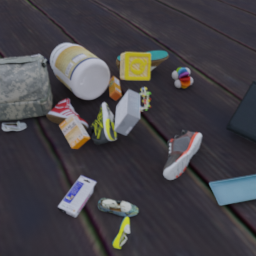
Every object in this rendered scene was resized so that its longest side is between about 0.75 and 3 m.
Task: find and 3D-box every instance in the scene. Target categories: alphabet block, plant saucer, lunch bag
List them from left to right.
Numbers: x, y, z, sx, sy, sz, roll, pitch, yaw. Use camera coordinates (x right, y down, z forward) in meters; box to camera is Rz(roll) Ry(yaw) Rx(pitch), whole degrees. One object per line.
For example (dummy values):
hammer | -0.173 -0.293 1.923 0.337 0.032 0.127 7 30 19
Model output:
lunch bag | -4.006 -1.554 10.105 2.445 2.050 1.703 -5 44 -5
alphabet block | 0.247 -2.254 10.334 0.979 0.984 1.003 -2 12 -10
plant saucer | 3.459 1.748 8.041 2.152 0.204 0.752 -9 45 -7

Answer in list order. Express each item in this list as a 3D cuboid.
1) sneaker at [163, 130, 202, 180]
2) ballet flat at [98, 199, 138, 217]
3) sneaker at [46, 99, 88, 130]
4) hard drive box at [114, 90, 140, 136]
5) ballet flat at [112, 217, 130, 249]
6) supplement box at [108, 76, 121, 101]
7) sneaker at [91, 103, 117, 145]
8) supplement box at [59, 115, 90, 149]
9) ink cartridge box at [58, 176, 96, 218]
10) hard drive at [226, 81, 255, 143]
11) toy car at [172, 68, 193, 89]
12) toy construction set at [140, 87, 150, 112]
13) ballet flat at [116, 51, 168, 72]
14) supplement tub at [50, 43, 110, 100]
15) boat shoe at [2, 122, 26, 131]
sneaker | 1.505 0.777 8.659 0.838 0.788 2.046 26 46 26
ballet flat | -0.279 2.123 7.535 1.119 0.415 0.415 5 44 4
sneaker | -2.008 -0.501 10.044 1.646 0.586 0.926 17 54 18
hard drive box | -0.029 -0.498 9.007 0.447 0.906 1.163 22 44 -18
ballet flat | -0.109 2.615 6.927 0.263 0.262 0.783 18 75 37
supplement box | -0.547 -1.597 11.285 0.362 0.374 1.087 -39 35 25
sneaker | -0.933 -0.183 9.637 0.828 0.728 1.956 -24 34 9
supplement box | -1.749 0.129 9.092 0.599 0.350 0.951 -41 68 15
ink cartridge box | -1.403 1.904 7.882 0.552 0.216 1.165 18 50 19
hard drive | 4.854 -0.203 8.936 2.724 0.448 1.901 30 85 28
toy car | 2.275 -2.078 11.486 0.761 0.652 0.870 -17 89 -10
toy construction set | 0.593 -0.987 10.309 0.430 0.612 0.934 14 88 22
ballet flat | 0.612 -2.801 12.231 2.315 0.837 0.785 -12 45 -12
supplement tub | -1.960 -2.295 11.074 1.651 1.651 2.286 -27 48 -25
boat shoe | -3.980 -0.071 9.798 0.808 0.259 0.298 -4 41 -29
